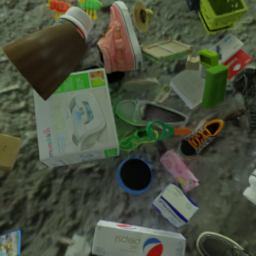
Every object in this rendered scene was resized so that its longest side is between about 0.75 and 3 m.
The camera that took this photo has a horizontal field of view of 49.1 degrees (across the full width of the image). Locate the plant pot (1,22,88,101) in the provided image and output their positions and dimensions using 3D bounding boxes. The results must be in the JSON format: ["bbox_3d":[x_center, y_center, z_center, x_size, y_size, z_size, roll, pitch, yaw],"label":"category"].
[{"bbox_3d":[-2.067,-1.950,7.544,1.831,1.712,1.712,-39,76,-7],"label":"plant pot"}]

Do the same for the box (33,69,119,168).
[{"bbox_3d":[-1.591,-0.283,8.660,2.266,1.241,2.568,-9,73,-5],"label":"box"}]

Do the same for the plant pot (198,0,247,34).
[{"bbox_3d":[3.245,-4.126,9.951,1.241,1.127,1.235,-17,72,-5],"label":"plant pot"}]

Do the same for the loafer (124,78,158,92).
[{"bbox_3d":[0.429,-1.502,9.520,1.172,0.421,0.369,-3,52,-4],"label":"loafer"}]

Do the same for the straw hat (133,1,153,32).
[{"bbox_3d":[0.631,-4.008,9.993,0.470,1.111,1.111,-20,73,-19],"label":"straw hat"}]

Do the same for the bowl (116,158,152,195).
[{"bbox_3d":[0.208,1.432,8.450,1.116,0.219,1.116,7,63,-13],"label":"bowl"}]

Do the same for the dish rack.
[{"bbox_3d":[4.513,-0.855,9.011,1.821,0.648,2.374,4,67,-1],"label":"dish rack"}]

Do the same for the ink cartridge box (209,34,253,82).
[{"bbox_3d":[3.535,-2.489,9.847,1.402,0.313,1.235,-40,76,-12],"label":"ink cartridge box"}]

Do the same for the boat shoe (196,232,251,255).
[{"bbox_3d":[3.060,3.717,7.549,2.505,0.823,0.895,35,77,11],"label":"boat shoe"}]

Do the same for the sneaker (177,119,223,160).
[{"bbox_3d":[2.254,0.300,8.745,1.791,0.692,0.701,-40,78,-10],"label":"sneaker"}]

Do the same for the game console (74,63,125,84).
[{"bbox_3d":[-1.044,-1.882,9.705,1.723,0.208,1.016,-21,73,-6],"label":"game console"}]

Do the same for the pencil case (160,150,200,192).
[{"bbox_3d":[1.554,1.293,8.478,0.582,0.582,1.331,-36,74,-11],"label":"pencil case"}]

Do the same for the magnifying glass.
[{"bbox_3d":[1.233,0.095,8.495,1.489,0.167,0.593,2,83,-22],"label":"magnifying glass"}]

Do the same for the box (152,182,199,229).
[{"bbox_3d":[1.289,2.192,7.865,0.989,1.075,0.564,42,62,13],"label":"box"}]

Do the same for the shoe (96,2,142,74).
[{"bbox_3d":[-0.506,-3.128,9.570,1.289,1.013,2.834,-13,68,-9],"label":"shoe"}]

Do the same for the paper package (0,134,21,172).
[{"bbox_3d":[-3.876,0.728,8.501,0.955,0.518,1.002,14,62,-13],"label":"paper package"}]

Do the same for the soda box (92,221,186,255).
[{"bbox_3d":[0.283,3.175,7.697,2.422,0.825,0.771,9,80,3],"label":"soda box"}]

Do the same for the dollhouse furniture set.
[{"bbox_3d":[1.773,-1.825,8.896,1.494,1.154,2.989,-24,42,-27],"label":"dollhouse furniture set"}]

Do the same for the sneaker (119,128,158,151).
[{"bbox_3d":[0.263,0.294,8.674,1.306,0.546,0.484,-22,50,19],"label":"sneaker"}]

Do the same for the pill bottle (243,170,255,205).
[{"bbox_3d":[4.180,1.468,8.137,0.975,0.975,1.750,38,89,11],"label":"pill bottle"}]

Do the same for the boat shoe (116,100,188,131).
[{"bbox_3d":[0.737,-0.444,8.946,2.306,0.739,0.850,18,73,5],"label":"boat shoe"}]

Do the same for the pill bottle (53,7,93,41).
[{"bbox_3d":[-2.143,-3.045,9.571,1.159,1.159,2.034,29,74,9],"label":"pill bottle"}]

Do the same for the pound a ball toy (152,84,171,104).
[{"bbox_3d":[1.110,-1.011,9.199,0.320,0.752,0.491,36,63,2],"label":"pound a ball toy"}]

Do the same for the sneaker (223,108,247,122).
[{"bbox_3d":[3.488,-0.387,9.120,0.818,0.288,0.309,-29,47,-9],"label":"sneaker"}]

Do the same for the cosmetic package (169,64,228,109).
[{"bbox_3d":[2.377,-1.532,9.478,1.561,0.403,1.177,-35,72,-11],"label":"cosmetic package"}]

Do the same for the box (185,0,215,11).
[{"bbox_3d":[2.679,-5.998,9.893,1.418,2.376,2.416,-14,73,-5],"label":"box"}]

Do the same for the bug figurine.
[{"bbox_3d":[-1.865,-5.190,10.528,2.075,0.689,2.676,11,72,3],"label":"bug figurine"}]

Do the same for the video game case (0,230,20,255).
[{"bbox_3d":[-3.585,3.349,7.696,1.177,0.105,0.842,-16,31,-11],"label":"video game case"}]
